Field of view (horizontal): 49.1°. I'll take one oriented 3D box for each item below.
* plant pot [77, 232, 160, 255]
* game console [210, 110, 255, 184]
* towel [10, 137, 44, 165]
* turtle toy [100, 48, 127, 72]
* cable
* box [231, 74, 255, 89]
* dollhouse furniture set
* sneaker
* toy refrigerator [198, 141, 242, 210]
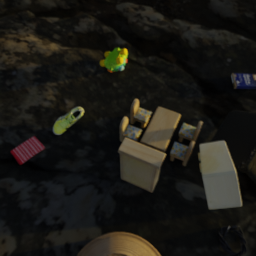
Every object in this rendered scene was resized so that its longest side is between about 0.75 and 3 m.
[{"bbox_3d":[-0.257,4.173,7.322,2.949,1.361,2.949,0,57,-1],"label":"plant pot"},{"bbox_3d":[4.535,0.836,10.223,2.436,1.612,2.770,45,63,-8],"label":"game console"},{"bbox_3d":[-3.707,0.828,10.316,1.054,0.118,0.762,-37,61,-24],"label":"towel"},{"bbox_3d":[-0.492,-3.046,12.507,1.120,0.777,1.537,0,50,30],"label":"turtle toy"},{"bbox_3d":[3.166,3.437,8.483,0.773,0.241,0.947,-1,57,0],"label":"cable"},{"bbox_3d":[5.197,-2.025,12.190,1.276,0.207,0.773,2,56,0],"label":"box"},{"bbox_3d":[0.909,0.337,9.519,2.591,1.964,2.957,21,59,13],"label":"dollhouse furniture set"},{"bbox_3d":[-2.302,-0.312,10.679,0.545,0.553,1.446,46,76,-9],"label":"sneaker"},{"bbox_3d":[2.453,1.201,7.805,0.873,0.948,2.497,-11,12,16],"label":"toy refrigerator"}]
